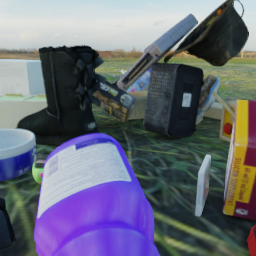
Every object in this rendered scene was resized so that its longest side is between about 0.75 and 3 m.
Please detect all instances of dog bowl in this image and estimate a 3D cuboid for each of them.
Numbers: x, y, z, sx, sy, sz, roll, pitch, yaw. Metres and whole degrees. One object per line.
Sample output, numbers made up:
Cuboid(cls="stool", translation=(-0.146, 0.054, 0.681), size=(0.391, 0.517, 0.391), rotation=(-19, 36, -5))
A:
Cuboid(cls="dog bowl", translation=(-2.637, 0.505, 5.592), size=(1.517, 0.598, 1.517), rotation=(0, 15, 0))

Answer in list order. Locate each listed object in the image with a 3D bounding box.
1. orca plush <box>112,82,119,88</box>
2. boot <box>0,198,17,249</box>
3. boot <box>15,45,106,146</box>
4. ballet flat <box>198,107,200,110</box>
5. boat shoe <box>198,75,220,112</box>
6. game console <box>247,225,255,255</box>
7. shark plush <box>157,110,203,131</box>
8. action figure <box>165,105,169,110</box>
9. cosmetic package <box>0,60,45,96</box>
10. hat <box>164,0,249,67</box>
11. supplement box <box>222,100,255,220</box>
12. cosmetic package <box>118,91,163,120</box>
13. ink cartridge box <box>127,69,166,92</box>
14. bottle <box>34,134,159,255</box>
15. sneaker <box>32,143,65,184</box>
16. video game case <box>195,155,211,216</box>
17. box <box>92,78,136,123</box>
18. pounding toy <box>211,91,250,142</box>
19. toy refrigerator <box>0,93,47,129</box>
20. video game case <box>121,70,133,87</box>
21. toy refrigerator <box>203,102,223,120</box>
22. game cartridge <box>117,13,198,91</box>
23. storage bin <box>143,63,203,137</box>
Cuboid(cls="orca plush", translation=(-0.485, -1.602, 11.169), size=(0.581, 0.861, 1.636), rotation=(15, 16, 7))
Cuboid(cls="boot", translation=(-2.111, 1.160, 3.383), size=(1.170, 0.532, 1.392), rotation=(-16, 29, -35))
Cuboid(cls="boot", translation=(-1.818, -0.780, 6.869), size=(2.853, 2.338, 1.056), rotation=(7, 19, 32))
Cuboid(cls="ballet flat", translation=(2.259, -0.824, 9.831), size=(0.791, 0.727, 2.306), rotation=(41, 29, 6))
Cuboid(cls="boat shoe", translation=(2.541, -1.344, 9.328), size=(0.715, 0.714, 1.975), rotation=(33, 37, -3))
Cuboid(cls="game console", translation=(2.141, 1.537, 2.745), size=(1.670, 0.259, 1.477), rotation=(3, 20, 13))
Cuboid(cls="shark plush", translation=(1.570, -0.319, 8.474), size=(1.349, 0.562, 0.613), rotation=(8, 20, 26))
Cuboid(cls="action figure", translation=(1.182, -0.518, 9.574), size=(0.590, 0.389, 1.191), rotation=(6, 15, -4))
Cuboid(cls="cosmetic package", translation=(-3.741, -1.453, 10.022), size=(1.906, 1.912, 1.175), rotation=(10, 19, 28))
Cuboid(cls="hat", translation=(2.293, -2.291, 7.290), size=(2.967, 1.197, 2.967), rotation=(-41, 9, 8))
Cuboid(cls="supplement box", translation=(2.559, 0.546, 3.561), size=(2.431, 1.341, 1.041), rotation=(7, 39, 18))
Cuboid(cls="cosmetic package", translation=(0.368, -0.786, 9.557), size=(1.594, 0.839, 0.567), rotation=(-4, 29, -20))
Cuboid(cls="ink cartridge box", translation=(0.843, -1.509, 10.338), size=(1.045, 1.531, 0.585), rotation=(39, 9, -50))
Cuboid(cls="bottle", translation=(-0.348, 0.993, 3.004), size=(1.222, 0.955, 2.925), rotation=(-22, 23, -5))
Cuboid(cls="sneaker", translation=(-0.894, 0.545, 5.104), size=(1.639, 0.629, 0.687), rotation=(-6, 54, -23))
Cuboid(cls="video game case", translation=(1.146, 0.848, 4.245), size=(0.086, 0.685, 0.751), rotation=(7, 17, 22))
Cuboid(cls="box", translation=(-0.553, -0.826, 8.104), size=(1.462, 0.446, 1.814), rotation=(33, -10, 3))
Cuboid(cls="pounding toy", translation=(2.763, -0.249, 7.039), size=(0.885, 1.245, 1.147), rotation=(-7, 17, -22))
Cuboid(cls="toy refrigerator", translation=(-2.759, -0.521, 8.488), size=(2.764, 0.967, 1.049), rotation=(1, 16, 6))
Cuboid(cls="video game case", translation=(0.079, -1.832, 11.340), size=(0.115, 0.953, 1.047), rotation=(-33, 30, 4))
Cuboid(cls="toy refrigerator", translation=(3.141, -0.547, 9.571), size=(0.478, 0.441, 1.259), rotation=(-24, 27, -36))
Cuboid(cls="game cartridge", translation=(0.744, -2.128, 8.183), size=(1.725, 0.511, 2.661), rotation=(-48, 7, -26))
Cuboid(cls="storage bin", translation=(1.221, -0.749, 7.498), size=(1.246, 1.842, 0.864), rotation=(-2, 13, -44))
